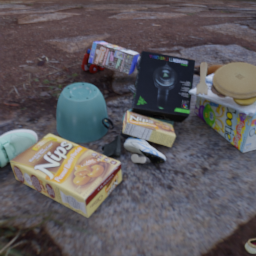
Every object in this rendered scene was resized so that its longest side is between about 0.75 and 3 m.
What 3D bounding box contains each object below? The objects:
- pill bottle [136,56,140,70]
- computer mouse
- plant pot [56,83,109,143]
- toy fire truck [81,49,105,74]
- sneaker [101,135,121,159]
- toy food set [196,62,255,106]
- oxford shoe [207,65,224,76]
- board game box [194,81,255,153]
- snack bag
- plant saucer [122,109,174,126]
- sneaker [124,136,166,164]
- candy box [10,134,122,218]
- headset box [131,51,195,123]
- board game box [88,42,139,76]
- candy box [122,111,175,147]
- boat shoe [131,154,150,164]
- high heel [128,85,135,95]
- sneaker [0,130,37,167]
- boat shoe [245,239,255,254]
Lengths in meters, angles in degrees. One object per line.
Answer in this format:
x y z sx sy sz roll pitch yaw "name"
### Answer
1.126 -3.146 14.929 1.302 1.302 2.238 -3 32 -5 "pill bottle"
-0.275 0.076 10.000 1.518 0.445 0.258 25 19 -22 "computer mouse"
-1.712 -0.687 10.429 2.011 1.614 2.011 3 39 -2 "plant pot"
-2.046 -3.957 16.196 0.881 1.320 1.572 24 39 34 "toy fire truck"
-0.594 0.661 9.648 0.675 0.389 1.294 3 35 -4 "sneaker"
3.603 -1.437 9.157 2.613 0.524 1.804 5 53 15 "toy food set"
4.862 -2.413 14.078 1.011 1.012 2.837 -20 38 -21 "oxford shoe"
4.066 -0.642 10.607 1.569 1.541 2.992 -11 34 -19 "board game box"
3.786 -1.365 10.040 2.483 0.282 2.634 28 42 35 "snack bag"
0.819 -0.434 11.526 2.122 0.291 2.122 1 31 0 "plant saucer"
0.586 0.694 9.360 1.638 0.589 0.594 23 63 35 "sneaker"
-1.818 1.268 8.257 2.860 0.791 1.651 19 39 26 "candy box"
1.286 -1.442 10.698 2.097 2.408 1.117 10 -12 -2 "headset box"
-0.701 -3.686 14.720 2.191 1.061 1.747 19 20 6 "board game box"
0.714 0.028 9.876 1.770 0.490 1.022 16 23 -7 "candy box"
0.395 1.040 9.078 0.240 0.282 0.842 21 -8 -30 "boat shoe"
1.292 -1.756 13.206 2.188 0.781 1.560 -22 43 -23 "high heel"
-3.937 1.010 8.515 2.621 0.965 1.546 -23 32 -17 "sneaker"
3.152 2.700 6.463 0.863 0.287 0.319 -5 32 -8 "boat shoe"
